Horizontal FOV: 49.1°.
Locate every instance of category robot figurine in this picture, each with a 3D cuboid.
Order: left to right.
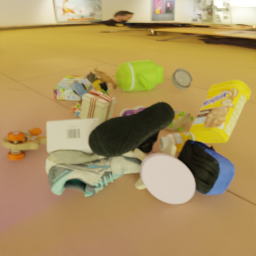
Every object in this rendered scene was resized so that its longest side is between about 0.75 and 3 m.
[{"bbox_3d":[0.527,-2.808,15.156,2.719,1.573,2.385,-9,24,-19],"label":"robot figurine"}]

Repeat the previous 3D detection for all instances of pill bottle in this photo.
[{"bbox_3d":[1.654,0.506,9.585,1.114,0.619,0.619,-6,27,-11],"label":"pill bottle"}]

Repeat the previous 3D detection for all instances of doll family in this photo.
[{"bbox_3d":[-1.724,-1.700,13.287,1.146,1.688,2.921,-28,12,41],"label":"doll family"}]

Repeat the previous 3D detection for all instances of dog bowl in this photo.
[{"bbox_3d":[2.788,-2.525,14.633,1.190,0.349,1.190,8,65,-19],"label":"dog bowl"}]

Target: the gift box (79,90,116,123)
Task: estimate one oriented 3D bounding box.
[{"bbox_3d":[-1.230,-0.916,11.517,1.169,1.183,1.266,21,26,14],"label":"gift box"}]

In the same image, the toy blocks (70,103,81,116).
[{"bbox_3d":[-2.285,-0.775,12.494,0.682,0.297,0.818,11,34,24],"label":"toy blocks"}]

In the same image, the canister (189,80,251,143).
[{"bbox_3d":[3.214,-0.536,9.928,1.569,0.915,2.113,-6,49,60],"label":"canister"}]

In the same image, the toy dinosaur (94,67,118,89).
[{"bbox_3d":[-1.330,-2.690,14.558,1.285,0.731,2.419,25,4,30],"label":"toy dinosaur"}]

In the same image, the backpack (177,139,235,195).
[{"bbox_3d":[2.208,1.103,7.754,1.236,1.197,1.473,8,18,-31],"label":"backpack"}]

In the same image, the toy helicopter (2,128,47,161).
[{"bbox_3d":[-3.249,0.435,9.818,2.179,0.860,1.441,-4,15,-31],"label":"toy helicopter"}]

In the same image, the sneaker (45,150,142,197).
[{"bbox_3d":[-0.846,1.342,7.801,2.779,1.078,1.199,-3,50,-14],"label":"sneaker"}]

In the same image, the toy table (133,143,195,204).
[{"bbox_3d":[0.883,1.200,7.429,1.567,1.705,0.998,-40,23,-3],"label":"toy table"}]

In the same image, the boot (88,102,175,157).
[{"bbox_3d":[0.010,0.388,8.448,2.679,2.251,1.023,-26,73,-21],"label":"boot"}]

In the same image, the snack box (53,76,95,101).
[{"bbox_3d":[-2.748,-2.148,14.859,1.729,0.644,2.431,2,27,4],"label":"snack box"}]

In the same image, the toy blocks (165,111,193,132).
[{"bbox_3d":[1.770,-0.330,11.323,1.498,0.749,1.024,-23,23,-37],"label":"toy blocks"}]

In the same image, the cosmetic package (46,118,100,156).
[{"bbox_3d":[-1.593,0.469,8.486,1.502,1.506,0.926,-4,68,-8],"label":"cosmetic package"}]

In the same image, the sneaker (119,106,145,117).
[{"bbox_3d":[0.325,-0.420,11.253,0.804,0.777,1.928,20,32,36],"label":"sneaker"}]
